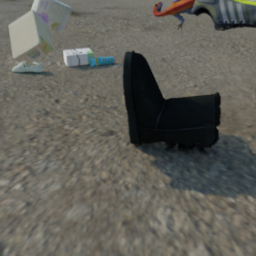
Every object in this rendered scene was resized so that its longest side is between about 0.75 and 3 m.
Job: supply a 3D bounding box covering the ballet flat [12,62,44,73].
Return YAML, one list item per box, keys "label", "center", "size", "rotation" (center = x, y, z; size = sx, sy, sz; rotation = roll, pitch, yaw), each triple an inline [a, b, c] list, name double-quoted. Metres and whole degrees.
- label: "ballet flat"
  center: [-4.568, -2.803, 12.792]
  size: [1.495, 0.536, 0.536]
  rotation: [2, 31, 4]

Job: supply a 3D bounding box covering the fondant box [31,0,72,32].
- label: "fondant box"
  center: [-2.401, -3.560, 8.696]
  size: [1.115, 0.805, 0.325]
  rotation: [4, 33, -47]

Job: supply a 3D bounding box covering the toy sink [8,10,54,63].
- label: "toy sink"
  center: [-2.554, -2.299, 7.484]
  size: [0.843, 0.725, 1.293]
  rotation: [-27, 61, 13]

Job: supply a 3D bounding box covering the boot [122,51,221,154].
- label: "boot"
  center: [1.120, -0.595, 7.023]
  size: [2.308, 2.817, 1.042]
  rotation: [1, 34, 13]

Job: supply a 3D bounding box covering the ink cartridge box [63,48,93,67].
- label: "ink cartridge box"
  center: [-2.463, -3.502, 13.866]
  size: [1.338, 0.562, 0.973]
  rotation: [-11, 33, -17]

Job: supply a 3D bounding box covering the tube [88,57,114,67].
- label: "tube"
  center: [-1.310, -3.274, 13.709]
  size: [1.202, 0.303, 0.466]
  rotation: [-11, 77, -20]

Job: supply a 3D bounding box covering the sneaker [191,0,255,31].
- label: "sneaker"
  center: [2.884, -2.966, 7.457]
  size: [2.625, 1.063, 0.970]
  rotation: [38, 14, 23]

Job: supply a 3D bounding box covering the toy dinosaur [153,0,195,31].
- label: "toy dinosaur"
  center: [1.781, -4.241, 9.449]
  size: [1.963, 1.136, 2.163]
  rotation: [-7, -5, 8]
